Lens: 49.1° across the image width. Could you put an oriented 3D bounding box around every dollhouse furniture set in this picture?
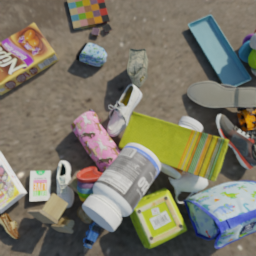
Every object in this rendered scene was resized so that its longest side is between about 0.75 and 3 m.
[{"bbox_3d":[-1.823,2.307,8.600,1.530,1.311,1.609,42,56,-16],"label":"dollhouse furniture set"}]

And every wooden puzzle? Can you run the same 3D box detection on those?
[{"bbox_3d":[-1.493,-4.391,10.484,1.371,0.162,2.312,-13,76,-3],"label":"wooden puzzle"}]

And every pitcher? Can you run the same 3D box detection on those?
[{"bbox_3d":[1.910,1.829,8.717,1.092,0.662,0.937,-17,100,4],"label":"pitcher"}]

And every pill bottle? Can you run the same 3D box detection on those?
[{"bbox_3d":[1.590,0.587,8.779,1.009,1.009,1.799,31,78,7],"label":"pill bottle"},{"bbox_3d":[-0.159,1.520,7.314,1.199,1.199,2.108,35,61,8],"label":"pill bottle"}]

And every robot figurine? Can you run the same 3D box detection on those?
[{"bbox_3d":[4.470,-0.321,9.260,1.824,0.531,1.323,-10,76,-3],"label":"robot figurine"}]

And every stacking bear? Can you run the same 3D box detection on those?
[{"bbox_3d":[-1.081,1.863,7.980,0.705,0.753,1.240,-13,110,-29],"label":"stacking bear"}]

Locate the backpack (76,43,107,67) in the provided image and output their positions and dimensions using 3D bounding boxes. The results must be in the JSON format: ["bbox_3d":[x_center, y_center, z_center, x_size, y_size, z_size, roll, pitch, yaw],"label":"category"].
[{"bbox_3d":[-1.220,-2.546,9.795,0.958,0.736,0.781,32,59,-6],"label":"backpack"}]

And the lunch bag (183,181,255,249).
[{"bbox_3d":[2.828,2.275,7.629,1.887,2.220,1.414,-19,78,-10],"label":"lunch bag"}]

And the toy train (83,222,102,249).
[{"bbox_3d":[-1.055,3.140,8.215,0.338,0.445,0.779,30,63,-11],"label":"toy train"}]

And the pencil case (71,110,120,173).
[{"bbox_3d":[-0.841,0.556,8.827,0.987,0.945,2.282,-33,78,-9],"label":"pencil case"}]

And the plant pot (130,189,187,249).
[{"bbox_3d":[0.840,2.626,8.130,1.404,1.274,1.397,-24,77,-6],"label":"plant pot"}]

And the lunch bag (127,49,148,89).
[{"bbox_3d":[0.323,-1.948,9.370,0.646,0.901,1.099,4,74,12],"label":"lunch bag"}]

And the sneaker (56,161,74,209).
[{"bbox_3d":[-2.020,1.749,8.710,0.526,0.600,1.496,-8,77,-4],"label":"sneaker"}]

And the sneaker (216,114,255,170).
[{"bbox_3d":[3.578,0.311,8.821,1.995,0.817,0.769,54,39,1],"label":"sneaker"}]

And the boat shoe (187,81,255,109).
[{"bbox_3d":[3.175,-1.025,9.279,2.377,0.745,0.863,9,92,26],"label":"boat shoe"}]

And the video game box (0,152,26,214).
[{"bbox_3d":[-4.484,1.872,8.556,2.110,0.494,1.922,-38,74,-1],"label":"video game box"}]

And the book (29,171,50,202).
[{"bbox_3d":[-2.781,1.837,8.870,0.622,0.224,0.932,0,75,-12],"label":"book"}]

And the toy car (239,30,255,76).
[{"bbox_3d":[4.613,-2.809,9.531,1.899,1.662,1.424,-39,45,-8],"label":"toy car"}]

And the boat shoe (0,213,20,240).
[{"bbox_3d":[-3.574,2.983,8.524,0.333,0.341,0.902,-43,81,-11],"label":"boat shoe"}]

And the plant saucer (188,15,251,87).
[{"bbox_3d":[3.205,-2.695,10.010,1.003,0.272,2.869,-25,78,-6],"label":"plant saucer"}]

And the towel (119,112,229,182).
[{"bbox_3d":[1.278,0.471,8.190,2.982,0.269,1.283,18,73,17],"label":"towel"}]

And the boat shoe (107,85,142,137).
[{"bbox_3d":[-0.236,-0.625,9.082,0.677,0.781,1.833,27,81,37],"label":"boat shoe"}]

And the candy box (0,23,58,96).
[{"bbox_3d":[-3.836,-2.376,9.714,2.405,0.679,1.403,-35,79,-7],"label":"candy box"}]
